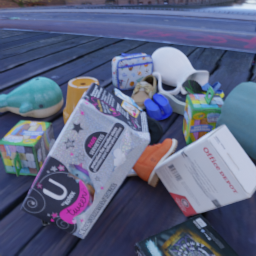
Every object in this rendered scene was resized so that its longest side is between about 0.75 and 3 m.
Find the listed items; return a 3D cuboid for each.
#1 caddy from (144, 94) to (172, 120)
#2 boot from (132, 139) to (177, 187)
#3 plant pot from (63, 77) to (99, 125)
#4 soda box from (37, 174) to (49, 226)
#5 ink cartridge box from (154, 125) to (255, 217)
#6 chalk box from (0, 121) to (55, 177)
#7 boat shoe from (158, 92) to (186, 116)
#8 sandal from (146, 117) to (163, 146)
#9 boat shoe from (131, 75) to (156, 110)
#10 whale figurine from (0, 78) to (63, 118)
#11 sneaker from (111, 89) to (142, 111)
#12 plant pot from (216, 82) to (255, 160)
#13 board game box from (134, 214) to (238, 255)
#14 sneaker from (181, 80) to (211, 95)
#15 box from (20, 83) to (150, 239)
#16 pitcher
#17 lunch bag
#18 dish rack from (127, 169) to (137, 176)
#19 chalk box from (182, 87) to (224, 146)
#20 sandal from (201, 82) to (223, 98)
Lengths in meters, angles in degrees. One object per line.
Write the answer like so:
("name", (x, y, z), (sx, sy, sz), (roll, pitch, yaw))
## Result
("caddy", (1.261, -0.824, 11.786), (0.938, 0.697, 1.327), (-30, 35, -3))
("boot", (0.755, 0.774, 8.510), (1.178, 0.824, 2.196), (27, 31, 15))
("plant pot", (-1.710, -1.040, 11.138), (1.823, 1.669, 1.823), (0, 30, 0))
("soda box", (-2.090, 1.815, 7.462), (0.543, 0.486, 1.533), (-8, 32, -16))
("ink cartridge box", (1.832, 1.089, 6.724), (0.852, 2.055, 1.509), (-28, 82, -40))
("chalk box", (-3.158, 0.717, 8.681), (1.142, 1.147, 1.844), (5, 29, 8))
("boat shoe", (2.120, -1.057, 12.156), (1.946, 0.726, 0.606), (28, 38, 29))
("sandal", (-0.003, 0.067, 9.875), (2.685, 1.009, 0.643), (11, 16, 39))
("boat shoe", (0.684, -1.711, 13.017), (1.023, 0.917, 2.763), (7, 31, 12))
("whale figurine", (-4.243, -1.332, 11.820), (2.859, 1.483, 2.274), (-3, 31, -3))
("sneaker", (-0.170, -1.005, 11.995), (0.877, 0.870, 2.420), (2, 27, -26))
("plant pot", (4.317, -0.030, 8.309), (2.706, 2.706, 2.651), (-21, 39, -32))
("board game box", (1.547, 3.044, 5.487), (1.834, 0.382, 2.712), (-14, 34, -22))
("sneaker", (2.856, -1.388, 12.033), (0.793, 1.862, 0.727), (-23, 50, 39))
("box", (-0.948, 0.689, 6.459), (1.629, 2.839, 1.876), (29, 19, -9))
("pitcher", (2.139, -2.768, 14.232), (2.552, 1.803, 2.975), (-25, 49, -20))
("lunch bag", (0.200, -2.896, 14.203), (2.194, 1.758, 0.829), (-14, 33, -24))
("dish rack", (0.161, 1.201, 8.761), (1.086, 0.236, 0.932), (-4, 32, -6))
("chalk box", (2.674, -0.444, 9.830), (1.217, 1.963, 1.225), (0, 30, 2))
("sandal", (3.760, -1.860, 13.487), (1.680, 0.731, 0.668), (0, 32, 3))
